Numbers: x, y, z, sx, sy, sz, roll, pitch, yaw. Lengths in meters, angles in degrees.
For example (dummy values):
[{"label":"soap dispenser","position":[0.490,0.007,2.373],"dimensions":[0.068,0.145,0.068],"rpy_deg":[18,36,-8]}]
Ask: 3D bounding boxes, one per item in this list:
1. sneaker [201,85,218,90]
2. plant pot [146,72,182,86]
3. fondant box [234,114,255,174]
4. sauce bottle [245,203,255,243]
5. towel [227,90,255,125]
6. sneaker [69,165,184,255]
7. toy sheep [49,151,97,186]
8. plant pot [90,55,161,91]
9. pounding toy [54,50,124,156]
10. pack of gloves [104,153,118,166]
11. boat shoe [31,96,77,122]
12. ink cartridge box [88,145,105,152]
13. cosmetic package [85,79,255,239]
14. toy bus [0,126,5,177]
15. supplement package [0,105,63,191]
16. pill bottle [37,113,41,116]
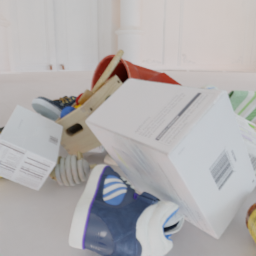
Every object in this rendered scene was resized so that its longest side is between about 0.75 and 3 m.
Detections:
[{"label":"sneaker","position":[2.709,-0.753,8.840],"dimensions":[0.728,0.734,2.027],"rpy_deg":[-2,-11,32]},{"label":"plant pot","position":[0.984,-0.814,10.076],"dimensions":[1.491,1.691,1.692],"rpy_deg":[-17,30,-9]},{"label":"fondant box","position":[2.904,0.418,6.443],"dimensions":[1.374,0.555,1.905],"rpy_deg":[30,25,5]},{"label":"sauce bottle","position":[2.218,1.740,3.332],"dimensions":[0.805,0.805,2.440],"rpy_deg":[0,16,-1]},{"label":"towel","position":[3.888,-0.424,8.631],"dimensions":[2.896,2.209,0.339],"rpy_deg":[0,58,-16]},{"label":"sneaker","position":[0.073,1.362,4.707],"dimensions":[1.641,0.903,2.241],"rpy_deg":[9,13,3]},{"label":"toy sheep","position":[-1.253,0.934,6.311],"dimensions":[1.106,0.763,0.763],"rpy_deg":[-11,15,3]},{"label":"plant pot","position":[0.244,-1.551,12.175],"dimensions":[2.711,2.787,2.787],"rpy_deg":[0,12,-39]},{"label":"pounding toy","position":[-0.838,-0.628,7.557],"dimensions":[2.161,1.537,1.990],"rpy_deg":[-25,20,41]},{"label":"pack of gloves","position":[0.144,0.443,7.289],"dimensions":[1.551,1.303,0.306],"rpy_deg":[12,-19,37]},{"label":"boat shoe","position":[-2.279,-0.748,9.509],"dimensions":[0.820,1.052,2.319],"rpy_deg":[4,-18,27]},{"label":"ink cartridge box","position":[-1.166,0.461,8.722],"dimensions":[0.904,0.380,0.660],"rpy_deg":[3,15,11]},{"label":"cosmetic package","position":[0.731,0.429,4.927],"dimensions":[1.328,2.153,2.160],"rpy_deg":[-45,35,-18]},{"label":"toy bus","position":[-3.494,0.667,7.040],"dimensions":[1.461,1.033,1.522],"rpy_deg":[-14,17,3]},{"label":"supplement package","position":[-2.180,0.388,6.073],"dimensions":[1.180,0.840,1.515],"rpy_deg":[28,22,-21]},{"label":"pill bottle","position":[-2.844,-0.066,8.997],"dimensions":[0.448,0.806,0.448],"rpy_deg":[-3,47,3]}]
